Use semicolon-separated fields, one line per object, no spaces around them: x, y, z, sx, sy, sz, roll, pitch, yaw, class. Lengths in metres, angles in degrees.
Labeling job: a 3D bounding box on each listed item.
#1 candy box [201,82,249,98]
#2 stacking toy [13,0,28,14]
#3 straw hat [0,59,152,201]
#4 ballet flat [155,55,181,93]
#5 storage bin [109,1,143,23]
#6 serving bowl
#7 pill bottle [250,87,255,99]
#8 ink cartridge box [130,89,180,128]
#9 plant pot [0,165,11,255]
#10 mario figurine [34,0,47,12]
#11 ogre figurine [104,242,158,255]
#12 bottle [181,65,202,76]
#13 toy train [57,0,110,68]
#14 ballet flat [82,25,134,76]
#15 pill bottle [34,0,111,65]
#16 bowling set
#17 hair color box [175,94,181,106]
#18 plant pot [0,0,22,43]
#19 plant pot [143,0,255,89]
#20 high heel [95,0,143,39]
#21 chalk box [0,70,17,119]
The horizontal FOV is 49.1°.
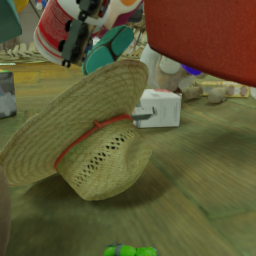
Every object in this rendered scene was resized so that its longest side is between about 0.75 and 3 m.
4.529;-1.822;13.095;2.060;0.570;1.189;7;18;21;candy box
-3.097;-3.431;7.159;2.103;1.537;1.537;-9;12;23;stacking toy
-0.363;0.413;4.174;1.169;2.762;2.762;48;36;15;straw hat
1.622;-2.818;10.973;1.014;2.979;1.002;3;-25;5;ballet flat
-0.049;-4.632;10.444;1.378;1.003;0.925;5;1;-9;storage bin
2.091;-2.873;12.861;2.983;2.983;0.981;-4;32;-14;serving bowl
6.569;-1.852;11.828;2.346;1.365;1.365;1;16;2;pill bottle
0.298;-0.608;8.399;2.129;0.882;1.563;-3;17;-8;ink cartridge box
-2.090;0.811;2.213;2.140;2.140;1.867;16;4;44;plant pot
-3.345;-4.617;9.970;0.709;0.609;1.149;20;-13;31;mario figurine
0.027;1.380;2.496;0.571;0.467;0.953;-17;0;5;ogre figurine
1.950;-2.470;9.326;0.819;0.640;1.962;27;29;-25;bottle
-0.647;-2.470;5.372;0.482;2.825;0.647;24;5;18;toy train
-0.727;-2.140;8.146;0.872;0.834;2.476;1;43;40;ballet flat
-1.545;-3.236;8.067;1.599;1.599;2.849;-14;-15;-40;pill bottle
2.727;-2.176;12.046;2.080;2.988;1.604;-24;4;41;bowling set
1.101;-1.017;10.476;1.661;0.509;0.843;5;16;16;hair color box
-3.188;-2.761;5.603;1.577;1.576;2.232;-22;-21;1;plant pot
1.630;-2.210;4.224;2.317;2.630;2.627;13;32;42;plant pot
-0.139;-3.833;9.340;2.524;0.850;1.211;-41;-7;27;high heel
-4.875;-0.931;8.424;1.496;1.504;2.417;9;17;28;chalk box
